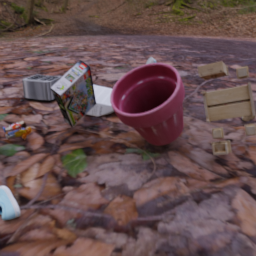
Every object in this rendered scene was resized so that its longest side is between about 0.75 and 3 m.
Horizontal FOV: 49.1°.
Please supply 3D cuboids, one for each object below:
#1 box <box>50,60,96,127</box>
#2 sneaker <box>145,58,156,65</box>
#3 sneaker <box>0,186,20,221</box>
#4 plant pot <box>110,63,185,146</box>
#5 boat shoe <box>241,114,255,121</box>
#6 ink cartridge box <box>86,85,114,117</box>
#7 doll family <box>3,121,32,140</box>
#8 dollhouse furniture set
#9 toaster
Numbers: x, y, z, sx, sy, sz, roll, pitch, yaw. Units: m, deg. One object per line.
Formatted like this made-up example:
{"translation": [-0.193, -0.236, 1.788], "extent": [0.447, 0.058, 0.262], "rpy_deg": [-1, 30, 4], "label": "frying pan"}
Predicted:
{"translation": [-1.776, -1.066, 9.604], "extent": [0.428, 2.467, 1.358], "rpy_deg": [38, 72, 13], "label": "box"}
{"translation": [0.790, -2.199, 10.813], "extent": [0.402, 0.981, 0.362], "rpy_deg": [26, 13, -36], "label": "sneaker"}
{"translation": [-2.825, 1.668, 6.268], "extent": [0.453, 0.408, 1.105], "rpy_deg": [-13, 26, -38], "label": "sneaker"}
{"translation": [0.819, -0.575, 8.790], "extent": [2.214, 1.982, 2.214], "rpy_deg": [-16, 46, 17], "label": "plant pot"}
{"translation": [4.879, -0.449, 11.430], "extent": [0.752, 0.270, 0.244], "rpy_deg": [-16, 14, -24], "label": "boat shoe"}
{"translation": [-0.713, -1.116, 12.670], "extent": [2.967, 0.847, 2.411], "rpy_deg": [16, 25, 3], "label": "ink cartridge box"}
{"translation": [-3.841, 0.129, 9.837], "extent": [0.861, 0.625, 1.387], "rpy_deg": [-18, 10, -21], "label": "doll family"}
{"translation": [2.961, -0.595, 8.188], "extent": [1.332, 2.569, 1.137], "rpy_deg": [-9, 1, 25], "label": "dollhouse furniture set"}
{"translation": [-4.209, -1.967, 13.917], "extent": [1.630, 1.070, 1.803], "rpy_deg": [7, 25, 18], "label": "toaster"}
